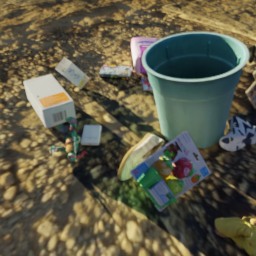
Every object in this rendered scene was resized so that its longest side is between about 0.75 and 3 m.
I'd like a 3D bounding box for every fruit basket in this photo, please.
[{"bbox_3d":[1.067,1.095,6.636,1.629,1.509,0.764,-33,27,3],"label":"fruit basket"}]

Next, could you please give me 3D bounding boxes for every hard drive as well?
[{"bbox_3d":[-1.197,0.230,9.116,0.573,0.114,0.869,1,39,1],"label":"hard drive"}]

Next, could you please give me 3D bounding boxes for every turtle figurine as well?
[{"bbox_3d":[-1.772,0.468,8.354,1.125,0.757,1.503,-26,53,17],"label":"turtle figurine"}]

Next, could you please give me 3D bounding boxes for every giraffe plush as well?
[{"bbox_3d":[2.689,2.522,5.564,1.504,1.743,1.413,4,72,-18],"label":"giraffe plush"}]

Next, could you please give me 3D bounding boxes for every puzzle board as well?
[{"bbox_3d":[0.971,-1.857,11.661,0.768,0.089,1.019,-2,40,-2],"label":"puzzle board"}]

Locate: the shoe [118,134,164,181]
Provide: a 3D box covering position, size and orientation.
[{"bbox_3d":[0.381,0.813,7.945,0.514,0.674,1.927,20,45,27],"label":"shoe"}]

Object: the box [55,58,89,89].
[{"bbox_3d":[-2.198,-2.145,11.107,0.645,1.147,0.581,38,89,37],"label":"box"}]

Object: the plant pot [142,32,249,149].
[{"bbox_3d":[1.945,-0.996,8.384,2.778,2.721,2.778,-7,41,6],"label":"plant pot"}]

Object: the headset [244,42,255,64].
[{"bbox_3d":[4.354,-2.977,12.530,2.970,1.396,1.834,-23,49,-3],"label":"headset"}]

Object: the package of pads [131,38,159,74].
[{"bbox_3d":[0.880,-3.377,12.883,1.379,0.866,2.288,-3,40,-2],"label":"package of pads"}]

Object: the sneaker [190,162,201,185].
[{"bbox_3d":[1.722,1.252,7.788,0.298,0.339,0.801,18,39,-49],"label":"sneaker"}]

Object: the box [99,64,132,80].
[{"bbox_3d":[-0.532,-2.436,12.218,1.304,0.260,0.892,5,40,6],"label":"box"}]

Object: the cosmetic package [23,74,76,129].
[{"bbox_3d":[-2.854,-1.023,10.101,1.123,0.789,2.214,-22,44,-24],"label":"cosmetic package"}]

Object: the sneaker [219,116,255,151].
[{"bbox_3d":[3.310,0.114,8.852,1.598,0.638,1.040,-16,41,-19],"label":"sneaker"}]

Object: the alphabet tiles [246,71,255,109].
[{"bbox_3d":[5.176,-2.040,9.521,2.936,2.443,0.093,-51,52,8],"label":"alphabet tiles"}]
